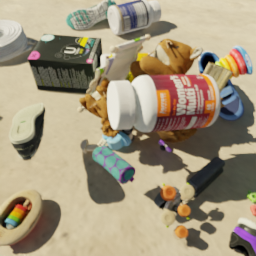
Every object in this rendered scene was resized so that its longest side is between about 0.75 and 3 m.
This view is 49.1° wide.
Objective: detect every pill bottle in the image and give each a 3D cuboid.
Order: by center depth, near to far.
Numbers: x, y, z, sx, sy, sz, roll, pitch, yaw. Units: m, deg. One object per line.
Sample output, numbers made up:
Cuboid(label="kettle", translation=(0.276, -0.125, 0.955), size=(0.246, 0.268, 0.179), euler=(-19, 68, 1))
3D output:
Cuboid(label="pill bottle", translation=(0.773, -0.562, 6.394), size=(2.334, 1.279, 1.279), euler=(-5, 48, -17))
Cuboid(label="pill bottle", translation=(0.182, -2.058, 10.172), size=(2.319, 1.267, 1.267), euler=(-3, 48, -6))
Cuboid(label="pill bottle", translation=(0.333, -5.308, 13.279), size=(2.356, 1.308, 1.308), euler=(-20, 51, -18))

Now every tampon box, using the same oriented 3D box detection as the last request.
Cuboid(label="tampon box", translation=(-2.239, -2.424, 10.587), size=(2.306, 1.456, 1.728), euler=(5, 48, 5))

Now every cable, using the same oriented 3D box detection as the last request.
Cuboid(label="cable", translation=(-5.729, -3.783, 12.194), size=(2.519, 0.872, 2.520), euler=(25, 53, 21))

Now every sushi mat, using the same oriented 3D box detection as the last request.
Cuboid(label="sushi mat", translation=(2.041, -0.949, 7.168), size=(0.670, 1.400, 0.085), euler=(19, 33, -6))

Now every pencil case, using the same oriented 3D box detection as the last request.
Cuboid(label="pencil case", translation=(-0.339, 0.838, 6.506), size=(0.476, 0.517, 1.118), euler=(-44, 48, -14))

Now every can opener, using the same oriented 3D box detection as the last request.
Cuboid(label="can opener", translation=(1.666, 1.476, 7.610), size=(2.236, 0.597, 0.748), euler=(-34, 49, -25))

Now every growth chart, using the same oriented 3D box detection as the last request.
Cuboid(label="growth chart", translation=(-0.501, -1.576, 8.531), size=(0.243, 2.738, 1.981), euler=(47, 43, 12))

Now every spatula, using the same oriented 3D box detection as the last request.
Cuboid(label="spatula", translation=(1.008, 0.551, 7.882), size=(0.472, 1.670, 0.172), euler=(43, 96, 8))

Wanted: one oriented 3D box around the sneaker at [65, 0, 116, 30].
Cuboid(label="sneaker", translation=(-1.804, -5.535, 13.890), size=(2.591, 1.005, 1.182), euler=(-18, 20, -3))

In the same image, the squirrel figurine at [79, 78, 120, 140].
Cuboid(label="squirrel figurine", translation=(-0.520, -0.449, 7.573), size=(1.032, 1.459, 1.362), euler=(-34, 27, -7))

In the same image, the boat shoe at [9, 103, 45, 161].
Cuboid(label="boat shoe", translation=(-2.488, 0.001, 7.123), size=(0.743, 0.699, 2.069), euler=(-13, 32, 0))

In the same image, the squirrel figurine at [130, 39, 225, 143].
Cuboid(label="squirrel figurine", translation=(1.386, -1.185, 8.607), size=(2.975, 2.106, 2.777), euler=(37, 67, -11))

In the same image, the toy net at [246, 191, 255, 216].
Cuboid(label="toy net", translation=(3.760, 2.340, 7.021), size=(1.005, 0.370, 1.916), euler=(-3, 49, -5))

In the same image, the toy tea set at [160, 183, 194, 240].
Cuboid(label="toy tea set", translation=(1.132, 1.965, 6.721), size=(0.787, 0.490, 1.324), euler=(8, 75, 1))

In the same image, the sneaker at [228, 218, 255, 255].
Cuboid(label="sneaker", translation=(3.168, 3.030, 6.272), size=(1.997, 0.694, 0.993), euler=(33, 63, 30))

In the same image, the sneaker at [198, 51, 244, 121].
Cuboid(label="sneaker", translation=(3.022, -1.441, 9.451), size=(0.976, 1.085, 2.639), euler=(-27, 71, 15))

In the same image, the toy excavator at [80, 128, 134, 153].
Cuboid(label="toy excavator", translation=(-0.641, 0.383, 8.676), size=(1.311, 0.673, 1.348), euler=(24, 61, 22))

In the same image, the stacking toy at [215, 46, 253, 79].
Cuboid(label="stacking toy", translation=(2.490, -1.525, 7.477), size=(1.400, 0.813, 0.768), euler=(-25, 11, 11))

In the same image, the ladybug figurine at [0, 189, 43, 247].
Cuboid(label="ladybug figurine", translation=(-2.735, 2.263, 6.972), size=(1.038, 0.550, 1.530), euler=(20, 51, 17))
